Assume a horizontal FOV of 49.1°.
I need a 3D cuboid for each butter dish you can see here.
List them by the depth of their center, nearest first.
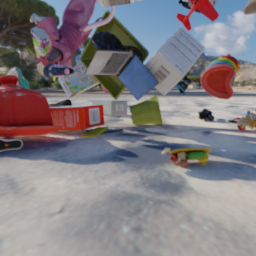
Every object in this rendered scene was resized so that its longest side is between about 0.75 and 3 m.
[{"bbox_3d":[-3.662,-0.679,8.650,2.580,1.907,2.573,-1,0,28],"label":"butter dish"}]

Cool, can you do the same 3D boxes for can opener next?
[{"bbox_3d":[4.040,-0.630,14.561,0.630,0.782,1.988,-38,-8,18],"label":"can opener"}]

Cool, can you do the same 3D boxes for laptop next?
[{"bbox_3d":[-0.324,-1.865,10.357,2.116,1.227,1.982,-3,-12,-22],"label":"laptop"}]

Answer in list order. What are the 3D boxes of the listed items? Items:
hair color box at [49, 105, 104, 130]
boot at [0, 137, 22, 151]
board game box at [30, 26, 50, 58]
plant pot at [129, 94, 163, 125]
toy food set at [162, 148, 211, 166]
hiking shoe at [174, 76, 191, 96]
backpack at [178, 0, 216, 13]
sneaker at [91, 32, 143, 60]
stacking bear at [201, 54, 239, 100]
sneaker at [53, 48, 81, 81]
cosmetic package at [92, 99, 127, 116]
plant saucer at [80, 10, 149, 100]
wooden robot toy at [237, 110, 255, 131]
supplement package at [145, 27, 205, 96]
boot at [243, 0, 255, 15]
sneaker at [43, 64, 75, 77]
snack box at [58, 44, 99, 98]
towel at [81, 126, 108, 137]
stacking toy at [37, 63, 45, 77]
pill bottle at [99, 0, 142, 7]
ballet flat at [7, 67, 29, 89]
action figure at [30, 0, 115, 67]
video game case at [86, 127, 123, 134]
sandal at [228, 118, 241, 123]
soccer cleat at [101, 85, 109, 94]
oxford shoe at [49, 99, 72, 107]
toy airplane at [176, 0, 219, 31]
[{"bbox_3d":[-2.486,-0.402,10.794,2.807,0.860,1.425,0,7,26],"label":"hair color box"},{"bbox_3d":[-3.464,0.405,7.528,1.006,0.364,0.726,4,3,-40],"label":"boot"},{"bbox_3d":[-3.080,-3.130,10.676,0.744,0.757,1.444,-37,-19,-23],"label":"board game box"},{"bbox_3d":[0.786,-0.672,12.515,1.327,1.397,1.397,-12,6,8],"label":"plant pot"},{"bbox_3d":[1.250,0.653,5.982,1.079,0.353,0.635,1,-16,-9],"label":"toy food set"},{"bbox_3d":[2.315,-2.629,15.050,2.081,0.902,0.774,38,30,20],"label":"hiking shoe"},{"bbox_3d":[2.105,-3.874,8.036,1.022,0.974,0.788,4,18,-32],"label":"backpack"},{"bbox_3d":[-0.491,-2.955,10.736,2.095,0.789,0.822,23,-8,-28],"label":"sneaker"},{"bbox_3d":[2.804,-1.649,8.236,0.923,0.986,1.623,12,36,27],"label":"stacking bear"},{"bbox_3d":[-2.390,-2.421,10.708,0.701,1.733,0.640,17,40,-31],"label":"sneaker"},{"bbox_3d":[-1.175,-1.274,17.306,1.218,1.029,2.281,-5,6,-35],"label":"cosmetic package"},{"bbox_3d":[-0.531,-3.069,11.998,2.689,2.693,0.645,49,37,13],"label":"plant saucer"},{"bbox_3d":[4.853,-0.096,10.662,2.015,0.888,0.915,-9,47,-49],"label":"wooden robot toy"},{"bbox_3d":[1.697,-2.560,10.622,2.258,1.324,1.320,-50,3,-39],"label":"supplement package"},{"bbox_3d":[3.811,-3.457,7.475,1.326,0.466,0.970,-35,20,22],"label":"boot"},{"bbox_3d":[-1.889,-1.585,7.735,0.432,0.369,1.052,7,18,22],"label":"sneaker"},{"bbox_3d":[-2.650,-2.994,13.345,1.878,2.641,0.700,-32,6,-29],"label":"snack box"},{"bbox_3d":[-1.159,0.122,9.842,0.498,0.105,1.158,2,15,22],"label":"towel"},{"bbox_3d":[-2.954,-2.360,10.468,0.625,0.625,0.856,1,43,10],"label":"stacking toy"},{"bbox_3d":[-0.177,-3.401,6.987,1.088,0.619,0.619,-4,8,5],"label":"pill bottle"},{"bbox_3d":[-4.037,-1.604,10.038,0.740,0.740,2.064,-1,-6,-10],"label":"ballet flat"},{"bbox_3d":[-1.695,-2.665,8.474,2.127,2.857,1.914,6,-35,25],"label":"action figure"},{"bbox_3d":[-0.886,0.089,10.620,0.833,0.111,1.166,7,11,39],"label":"video game case"},{"bbox_3d":[5.252,-0.340,13.071,0.448,0.269,1.194,-7,11,-43],"label":"sandal"},{"bbox_3d":[-0.576,-3.103,13.987,1.132,2.961,0.988,13,7,8],"label":"soccer cleat"},{"bbox_3d":[-3.832,-1.041,15.382,1.202,1.035,2.848,0,8,8],"label":"oxford shoe"},{"bbox_3d":[1.740,-3.201,7.465,0.251,1.366,1.366,-29,23,-31],"label":"toy airplane"}]
